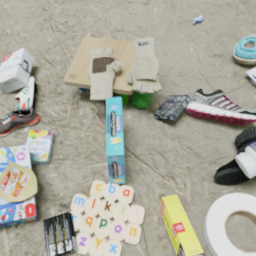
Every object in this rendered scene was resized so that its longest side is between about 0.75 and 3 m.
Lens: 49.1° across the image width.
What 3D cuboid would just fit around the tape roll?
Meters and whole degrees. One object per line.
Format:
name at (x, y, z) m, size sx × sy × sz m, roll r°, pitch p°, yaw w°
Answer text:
tape roll at (3.567, 3.225, 8.624) m, size 2.425 × 0.443 × 2.425 m, roll 0°, pitch 56°, yaw -1°

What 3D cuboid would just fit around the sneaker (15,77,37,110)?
sneaker at (-4.273, -1.434, 11.631) m, size 0.805 × 0.606 × 1.721 m, roll -2°, pitch 59°, yaw -8°

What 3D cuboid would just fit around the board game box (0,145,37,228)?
board game box at (-4.267, 1.908, 8.878) m, size 2.391 × 0.682 × 2.442 m, roll -7°, pitch 65°, yaw -19°

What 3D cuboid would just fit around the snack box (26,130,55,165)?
snack box at (-3.296, 0.703, 10.364) m, size 0.917 × 0.342 × 1.289 m, roll 1°, pitch 57°, yaw 2°

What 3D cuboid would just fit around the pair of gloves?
pair of gloves at (-0.194, -2.149, 10.513) m, size 2.739 × 0.480 × 2.329 m, roll -11°, pitch 67°, yaw 7°

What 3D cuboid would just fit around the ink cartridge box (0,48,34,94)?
ink cartridge box at (-4.855, -2.418, 11.989) m, size 1.219 × 0.700 × 1.678 m, roll -15°, pitch 54°, yaw 23°

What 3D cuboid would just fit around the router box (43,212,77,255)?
router box at (-2.088, 3.272, 8.547) m, size 0.875 × 0.299 × 1.173 m, roll -18°, pitch 61°, yaw 2°

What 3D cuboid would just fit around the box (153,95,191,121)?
box at (1.741, -0.819, 11.103) m, size 1.012 × 0.275 × 1.263 m, roll 5°, pitch 47°, yaw 48°

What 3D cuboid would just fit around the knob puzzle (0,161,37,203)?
knob puzzle at (-3.393, 1.762, 8.675) m, size 1.340 × 0.186 × 1.340 m, roll 6°, pitch 61°, yaw -12°

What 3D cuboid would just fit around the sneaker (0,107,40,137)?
sneaker at (-4.519, -0.358, 10.775) m, size 2.053 × 0.841 × 0.791 m, roll -22°, pitch 59°, yaw -14°

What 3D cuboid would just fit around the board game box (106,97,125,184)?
board game box at (-0.428, 0.423, 9.495) m, size 0.553 × 1.779 × 2.357 m, roll -2°, pitch 51°, yaw -1°

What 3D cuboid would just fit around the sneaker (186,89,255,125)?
sneaker at (3.714, -0.894, 10.900) m, size 2.741 × 1.011 × 1.199 m, roll 12°, pitch 77°, yaw 13°

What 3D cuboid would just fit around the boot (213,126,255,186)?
boot at (3.922, 0.978, 9.811) m, size 2.249 × 0.846 × 1.681 m, roll -22°, pitch 39°, yaw 13°

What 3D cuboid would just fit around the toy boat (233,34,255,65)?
toy boat at (6.024, -3.630, 12.651) m, size 2.261 × 1.051 × 1.901 m, roll 17°, pitch 57°, yaw 26°

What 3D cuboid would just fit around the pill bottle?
pill bottle at (4.133, 0.787, 8.390) m, size 1.612 × 0.917 × 0.917 m, roll -32°, pitch 59°, yaw 6°

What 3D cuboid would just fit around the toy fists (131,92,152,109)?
toy fists at (0.640, -1.477, 11.727) m, size 0.806 × 0.544 × 1.581 m, roll 4°, pitch 57°, yaw 11°

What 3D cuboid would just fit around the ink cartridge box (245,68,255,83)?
ink cartridge box at (6.214, -2.388, 12.431) m, size 1.980 × 0.367 × 0.938 m, roll -21°, pitch 59°, yaw -16°

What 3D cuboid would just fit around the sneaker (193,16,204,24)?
sneaker at (3.679, -5.619, 14.623) m, size 0.759 × 0.287 × 0.292 m, roll -38°, pitch 60°, yaw -21°

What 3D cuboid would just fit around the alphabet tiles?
alphabet tiles at (-0.734, 2.904, 8.976) m, size 2.397 × 0.175 × 2.344 m, roll 9°, pitch 60°, yaw 7°

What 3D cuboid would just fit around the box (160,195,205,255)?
box at (1.519, 3.027, 8.166) m, size 0.528 × 0.793 × 2.106 m, roll -7°, pitch 39°, yaw -10°

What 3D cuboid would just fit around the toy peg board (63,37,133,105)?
toy peg board at (-0.861, -2.310, 11.823) m, size 2.735 × 1.343 × 2.746 m, roll 9°, pitch 56°, yaw 9°
